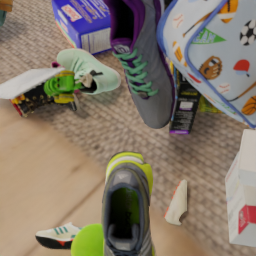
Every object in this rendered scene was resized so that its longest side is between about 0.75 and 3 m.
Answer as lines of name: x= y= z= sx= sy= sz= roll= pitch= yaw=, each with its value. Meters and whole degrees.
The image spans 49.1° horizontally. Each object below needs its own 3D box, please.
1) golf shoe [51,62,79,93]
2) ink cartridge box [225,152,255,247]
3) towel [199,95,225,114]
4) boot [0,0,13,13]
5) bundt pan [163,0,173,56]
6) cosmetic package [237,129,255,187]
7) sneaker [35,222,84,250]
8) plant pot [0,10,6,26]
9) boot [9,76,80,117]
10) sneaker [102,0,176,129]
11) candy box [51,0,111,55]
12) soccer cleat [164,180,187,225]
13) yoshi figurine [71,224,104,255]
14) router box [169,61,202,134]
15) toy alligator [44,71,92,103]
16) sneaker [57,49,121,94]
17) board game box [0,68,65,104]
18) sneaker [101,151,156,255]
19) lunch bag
golf shoe: x=-1.840 y=-1.446 z=8.010 sx=1.217 sy=0.557 sz=0.458 roll=37 pitch=58 yaw=25
ink cartridge box: x=2.534 y=1.369 z=5.311 sx=1.061 sy=1.066 sz=1.467 roll=6 pitch=50 yaw=5
towel: x=3.339 y=-0.844 z=7.701 sx=2.769 sy=0.250 sz=1.192 roll=4 pitch=51 yaw=3
boot: x=-3.145 y=-2.865 z=6.004 sx=1.242 sy=1.169 sz=0.425 roll=8 pitch=81 yaw=-18
bundt pan: x=0.923 y=-2.301 z=5.911 sx=0.684 sy=1.822 sz=1.822 roll=20 pitch=44 yaw=-28
cosmetic package: x=1.957 y=0.422 z=3.018 sx=1.408 sy=0.716 sz=0.521 roll=8 pitch=70 yaw=25
sneaker: x=-1.245 y=2.020 z=5.316 sx=0.954 sy=0.336 sz=0.446 roll=3 pitch=32 yaw=6
plant pot: x=-5.535 y=-4.268 z=9.466 sx=2.151 sy=2.196 sz=2.196 roll=21 pitch=53 yaw=7
boot: x=-2.203 y=-0.720 z=7.327 sx=1.337 sy=0.650 sz=1.776 roll=-34 pitch=54 yaw=-26
sneaker: x=0.100 y=-1.106 z=4.807 sx=0.996 sy=2.676 sz=1.171 roll=2 pitch=24 yaw=35
candy box: x=-0.858 y=-3.756 z=9.585 sx=2.788 sy=1.074 sz=2.357 roll=-22 pitch=55 yaw=-19
soccer cleat: x=1.058 y=1.511 z=5.711 sx=0.372 sy=0.333 sz=0.960 roll=23 pitch=61 yaw=12
yoshi figurine: x=0.092 y=2.285 z=4.449 sx=2.645 sy=1.486 sz=1.481 roll=7 pitch=35 yaw=9
router box: x=1.394 y=-1.225 z=7.074 sx=0.579 sy=1.692 sz=2.268 roll=5 pitch=50 yaw=2
toy alligator: x=-0.960 y=-0.624 z=4.087 sx=0.394 sy=1.452 sz=0.431 roll=2 pitch=89 yaw=-28
sneaker: x=-1.378 y=-1.605 z=7.728 sx=2.138 sy=0.787 sz=1.261 roll=27 pitch=29 yaw=18
board game box: x=-2.748 y=-1.142 z=7.431 sx=1.679 sy=0.217 sz=1.680 roll=8 pitch=37 yaw=40
sneaker: x=-0.045 y=1.243 z=3.144 sx=0.687 sy=1.860 sz=0.753 roll=-3 pitch=9 yaw=9
lunch bag: x=2.047 y=-1.432 z=4.531 sx=2.340 sy=2.921 sz=1.104 roll=-51 pitch=41 yaw=11
